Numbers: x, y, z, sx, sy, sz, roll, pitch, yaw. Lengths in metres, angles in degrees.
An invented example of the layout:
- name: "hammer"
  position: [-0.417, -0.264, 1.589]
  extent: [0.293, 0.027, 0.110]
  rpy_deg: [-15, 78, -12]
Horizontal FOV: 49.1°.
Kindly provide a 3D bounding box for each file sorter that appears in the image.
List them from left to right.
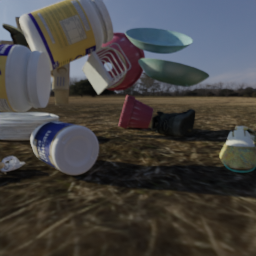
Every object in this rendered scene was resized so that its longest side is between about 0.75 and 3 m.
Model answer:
- name: "file sorter"
  position: [-0.716, -1.923, 9.162]
  extent: [0.933, 1.040, 1.499]
  rpy_deg: [-34, 4, -23]

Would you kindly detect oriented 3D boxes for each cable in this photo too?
- name: "cable"
  position: [-4.127, -0.079, 11.055]
  extent: [2.733, 0.946, 2.734]
  rpy_deg: [-4, 9, -41]

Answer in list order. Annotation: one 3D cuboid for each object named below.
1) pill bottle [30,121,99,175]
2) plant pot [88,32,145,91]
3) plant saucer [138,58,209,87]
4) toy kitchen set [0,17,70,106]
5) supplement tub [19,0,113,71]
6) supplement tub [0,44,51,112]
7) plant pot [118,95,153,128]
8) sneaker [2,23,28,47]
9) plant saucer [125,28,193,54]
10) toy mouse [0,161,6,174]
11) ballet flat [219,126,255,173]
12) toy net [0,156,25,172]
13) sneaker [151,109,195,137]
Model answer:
- name: "pill bottle"
  position: [-1.607, 0.394, 6.586]
  extent: [1.064, 1.064, 1.916]
  rpy_deg: [-5, 8, -36]
- name: "plant pot"
  position: [-0.742, -2.997, 13.220]
  extent: [2.847, 2.847, 2.548]
  rpy_deg: [1, 20, 11]
- name: "plant saucer"
  position: [1.667, -2.013, 10.735]
  extent: [2.771, 0.533, 2.771]
  rpy_deg: [13, 3, -1]
- name: "toy kitchen set"
  position: [-4.008, -2.784, 11.881]
  extent: [2.988, 2.696, 2.438]
  rpy_deg: [1, -31, -11]
- name: "supplement tub"
  position: [-1.803, -2.884, 8.406]
  extent: [2.344, 1.704, 1.704]
  rpy_deg: [-27, 15, -14]
- name: "supplement tub"
  position: [-3.284, -1.260, 7.097]
  extent: [2.314, 1.682, 1.682]
  rpy_deg: [2, 7, -2]
- name: "plant pot"
  position: [0.412, -0.655, 13.892]
  extent: [1.454, 1.625, 1.625]
  rpy_deg: [16, 6, -4]
- name: "sneaker"
  position: [-3.584, -2.836, 8.891]
  extent: [0.396, 0.562, 1.059]
  rpy_deg: [22, -2, 33]
- name: "plant saucer"
  position: [1.207, -3.472, 11.328]
  extent: [2.731, 0.526, 2.731]
  rpy_deg: [4, 32, -3]
- name: "toy mouse"
  position: [-3.415, 0.631, 6.161]
  extent: [1.139, 0.248, 1.282]
  rpy_deg: [28, 6, -43]
- name: "ballet flat"
  position: [2.901, 0.417, 7.226]
  extent: [0.942, 0.942, 2.664]
  rpy_deg: [3, 8, 25]
- name: "toy net"
  position: [-2.834, 0.832, 5.831]
  extent: [0.792, 0.292, 1.511]
  rpy_deg: [5, 13, 42]
- name: "sneaker"
  position: [2.029, -0.316, 12.395]
  extent: [1.592, 1.062, 2.779]
  rpy_deg: [11, 17, 29]
